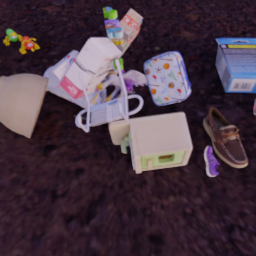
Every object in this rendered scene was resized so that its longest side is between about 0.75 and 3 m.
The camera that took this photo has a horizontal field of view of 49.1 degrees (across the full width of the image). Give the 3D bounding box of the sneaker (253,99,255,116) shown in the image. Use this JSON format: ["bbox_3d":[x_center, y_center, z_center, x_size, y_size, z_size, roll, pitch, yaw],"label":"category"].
[{"bbox_3d":[4.791,-0.387,9.419,1.002,0.721,1.917,5,43,2],"label":"sneaker"}]

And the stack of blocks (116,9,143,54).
[{"bbox_3d":[-0.077,-3.632,10.752,0.554,1.893,1.090,37,89,-4],"label":"stack of blocks"}]

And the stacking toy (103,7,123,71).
[{"bbox_3d":[-0.387,-2.869,8.105,0.514,1.649,2.187,-11,40,-1],"label":"stacking toy"}]

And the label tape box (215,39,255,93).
[{"bbox_3d":[4.644,-2.559,11.249,1.921,0.886,2.681,0,46,-1],"label":"label tape box"}]

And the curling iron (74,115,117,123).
[{"bbox_3d":[-1.077,-0.352,9.440,1.488,0.190,0.369,1,62,4],"label":"curling iron"}]

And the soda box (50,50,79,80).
[{"bbox_3d":[-1.850,-1.898,8.434,0.984,0.335,0.313,-45,39,-15],"label":"soda box"}]

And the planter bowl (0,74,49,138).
[{"bbox_3d":[-3.406,-0.832,8.670,1.340,1.991,1.991,18,46,-17],"label":"planter bowl"}]

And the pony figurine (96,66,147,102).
[{"bbox_3d":[-0.283,-1.537,9.661,1.549,1.336,1.604,35,55,-18],"label":"pony figurine"}]

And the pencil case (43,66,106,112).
[{"bbox_3d":[-1.899,-1.335,9.917,2.292,0.953,1.040,27,59,12],"label":"pencil case"}]

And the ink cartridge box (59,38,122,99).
[{"bbox_3d":[-1.116,-1.807,8.495,0.715,1.728,1.266,44,27,4],"label":"ink cartridge box"}]

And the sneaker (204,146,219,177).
[{"bbox_3d":[2.471,0.972,8.202,0.375,0.362,0.898,-15,71,31],"label":"sneaker"}]

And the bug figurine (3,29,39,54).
[{"bbox_3d":[-5.428,-3.611,12.295,2.657,0.684,2.060,-30,55,-23],"label":"bug figurine"}]

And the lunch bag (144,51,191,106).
[{"bbox_3d":[1.087,-1.296,7.535,1.108,1.383,0.522,-13,12,28],"label":"lunch bag"}]

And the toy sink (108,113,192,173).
[{"bbox_3d":[0.595,0.510,7.958,2.118,1.381,1.187,-7,63,0],"label":"toy sink"}]

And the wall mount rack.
[{"bbox_3d":[-0.642,-0.791,7.201,1.922,0.717,1.670,-15,53,15],"label":"wall mount rack"}]

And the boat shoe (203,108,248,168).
[{"bbox_3d":[3.062,0.233,8.808,0.791,0.789,2.193,-10,49,-9],"label":"boat shoe"}]
